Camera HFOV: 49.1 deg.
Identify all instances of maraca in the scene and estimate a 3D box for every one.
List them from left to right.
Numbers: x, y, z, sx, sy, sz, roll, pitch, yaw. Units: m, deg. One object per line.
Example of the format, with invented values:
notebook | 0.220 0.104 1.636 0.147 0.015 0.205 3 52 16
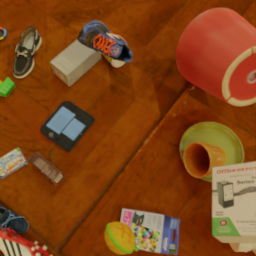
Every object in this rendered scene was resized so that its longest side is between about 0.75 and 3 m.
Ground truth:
maraca | -0.140 2.683 6.808 0.656 1.227 0.841 -41 56 5

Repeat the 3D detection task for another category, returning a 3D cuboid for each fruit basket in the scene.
fruit basket | -5.304 -1.763 11.806 0.841 0.606 0.841 4 74 -15

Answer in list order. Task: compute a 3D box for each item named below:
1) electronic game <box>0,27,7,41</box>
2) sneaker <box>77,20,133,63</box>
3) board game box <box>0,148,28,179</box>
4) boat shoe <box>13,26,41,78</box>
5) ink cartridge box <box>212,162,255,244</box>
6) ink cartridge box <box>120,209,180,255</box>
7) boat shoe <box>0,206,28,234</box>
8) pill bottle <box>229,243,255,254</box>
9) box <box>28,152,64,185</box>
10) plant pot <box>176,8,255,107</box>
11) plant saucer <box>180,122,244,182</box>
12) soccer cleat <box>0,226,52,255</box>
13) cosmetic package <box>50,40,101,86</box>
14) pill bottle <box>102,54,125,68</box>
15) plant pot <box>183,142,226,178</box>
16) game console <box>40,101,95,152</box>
electronic game | -6.107 -4.404 13.150 0.836 0.174 0.836 0 67 0
sneaker | -0.573 -2.506 8.355 0.859 2.191 0.825 48 117 28
board game box | -4.453 1.333 10.606 1.069 0.184 0.723 -33 70 -14
boat shoe | -4.522 -3.368 12.374 0.916 0.748 2.479 14 67 6
ink cartridge box | 3.162 2.068 7.806 1.488 0.857 2.039 -15 50 33
ink cartridge box | 0.715 3.533 9.527 2.062 0.433 1.231 9 67 2
boat shoe | -4.259 3.135 9.590 1.702 0.584 0.716 20 68 9
pill bottle | 4.797 3.275 8.947 2.959 1.638 1.638 -1 66 0
box | -3.006 1.486 10.292 1.274 0.638 0.477 38 71 15
plant pot | 3.318 -2.157 9.148 2.812 2.812 2.488 -17 39 -8
plant saucer | 3.139 0.922 10.692 2.393 0.372 2.393 0 67 -1
soccer cleat | -3.420 4.121 9.135 2.158 0.741 0.919 31 93 4
cosmetic package | -2.226 -2.939 12.133 1.092 0.922 2.044 40 69 16
pill bottle | -0.762 -3.472 12.362 0.871 0.871 1.544 -34 70 -14
plant pot | 2.831 1.101 10.055 1.146 1.251 1.251 -3 62 -35
game console | -2.437 -0.113 11.202 1.570 0.275 1.775 32 70 13
